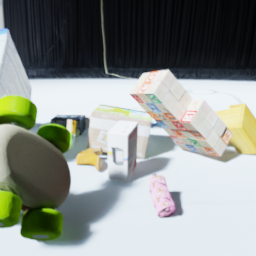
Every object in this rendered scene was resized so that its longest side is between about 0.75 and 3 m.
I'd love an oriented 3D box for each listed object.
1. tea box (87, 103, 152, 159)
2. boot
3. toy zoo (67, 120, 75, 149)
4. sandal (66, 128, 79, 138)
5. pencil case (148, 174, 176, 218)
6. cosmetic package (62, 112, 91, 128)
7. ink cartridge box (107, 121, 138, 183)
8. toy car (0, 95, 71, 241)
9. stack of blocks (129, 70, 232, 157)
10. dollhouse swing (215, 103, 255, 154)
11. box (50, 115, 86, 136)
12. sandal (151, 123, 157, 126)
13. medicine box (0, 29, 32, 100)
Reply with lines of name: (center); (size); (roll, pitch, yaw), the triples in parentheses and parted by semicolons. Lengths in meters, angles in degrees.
tea box: (-0.216, 0.031, 9.444); (1.899, 1.269, 1.868); (9, 16, 2)
boot: (-1.139, 0.990, 8.141); (0.786, 0.386, 1.098); (-17, 30, 6)
toy zoo: (-1.790, 0.195, 8.791); (0.136, 0.870, 1.326); (4, 0, -5)
sandal: (-2.170, 0.192, 9.919); (0.644, 0.463, 1.621); (23, 21, 1)
pencil case: (0.686, 1.403, 5.814); (0.392, 0.410, 0.947); (2, 37, -12)
cosmetic package: (-1.798, -0.358, 12.609); (2.314, 0.586, 0.955); (0, 16, 0)
ink cartridge box: (-0.127, 0.593, 7.346); (0.576, 1.346, 0.993); (6, 21, 15)
toy car: (-2.522, 0.932, 5.103); (2.508, 2.060, 1.979); (-16, -35, 20)
stack of blocks: (1.561, -0.390, 8.253); (0.834, 2.847, 1.639); (-55, 28, -16)
dollhouse swing: (3.559, 0.154, 9.831); (1.531, 1.583, 1.742); (-29, 15, 36)
box: (-2.470, -0.135, 11.646); (1.265, 0.677, 0.939); (1, 14, 2)
sandal: (0.635, -0.418, 12.626); (0.822, 0.900, 2.068); (-41, 16, -27)
medicine box: (-4.077, -0.927, 8.362); (1.510, 2.672, 2.934); (-3, 59, -4)
